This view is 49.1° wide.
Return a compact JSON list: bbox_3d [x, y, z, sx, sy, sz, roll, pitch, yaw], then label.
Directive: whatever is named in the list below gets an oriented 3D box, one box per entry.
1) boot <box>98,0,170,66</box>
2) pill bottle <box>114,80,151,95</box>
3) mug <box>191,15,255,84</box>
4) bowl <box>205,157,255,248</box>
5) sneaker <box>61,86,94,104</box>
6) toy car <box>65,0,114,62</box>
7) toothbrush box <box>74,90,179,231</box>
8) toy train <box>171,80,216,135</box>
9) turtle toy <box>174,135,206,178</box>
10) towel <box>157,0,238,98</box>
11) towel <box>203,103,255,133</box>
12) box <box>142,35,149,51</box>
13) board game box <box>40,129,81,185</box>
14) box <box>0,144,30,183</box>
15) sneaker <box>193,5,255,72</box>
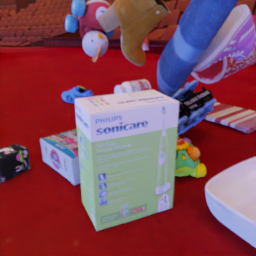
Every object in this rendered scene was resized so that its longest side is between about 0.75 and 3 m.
[{"bbox_3d":[0.450,-2.789,7.930,1.685,0.828,2.354,-22,-34,26],"label":"boot"},{"bbox_3d":[0.212,-1.856,14.030,1.715,0.962,0.962,-13,25,-31],"label":"pill bottle"},{"bbox_3d":[3.454,-2.922,9.584,2.781,2.468,1.855,-31,53,-34],"label":"mug"},{"bbox_3d":[2.842,1.519,5.213,2.315,0.865,2.319,-16,27,-31],"label":"bowl"},{"bbox_3d":[-2.423,-1.627,13.462,0.811,0.965,2.460,-20,27,-37],"label":"sneaker"},{"bbox_3d":[-1.223,-3.567,10.784,1.930,2.094,1.852,0,-19,-29],"label":"toy car"},{"bbox_3d":[-0.030,0.582,5.582,1.738,2.387,1.028,-10,25,-23],"label":"toothbrush box"},{"bbox_3d":[1.636,-0.419,9.250,2.988,1.707,1.295,-29,71,-35],"label":"toy train"},{"bbox_3d":[1.224,0.659,7.456,1.323,0.918,1.816,-4,21,-10],"label":"turtle toy"},{"bbox_3d":[1.409,-2.077,6.296,0.655,2.698,1.507,22,38,-11],"label":"towel"},{"bbox_3d":[4.080,-0.464,11.307,1.981,0.313,2.751,-16,25,-35],"label":"towel"},{"bbox_3d":[0.293,-3.272,10.293,0.917,0.878,1.839,-1,16,5],"label":"box"},{"bbox_3d":[-0.976,0.578,7.930,2.374,0.763,1.752,-18,27,-38],"label":"board game box"},{"bbox_3d":[-3.077,0.894,7.215,0.550,0.658,0.885,14,25,33],"label":"box"},{"bbox_3d":[2.479,-1.917,7.054,2.073,1.182,0.751,-44,36,-3],"label":"sneaker"}]
